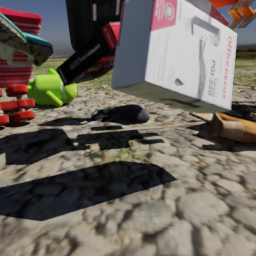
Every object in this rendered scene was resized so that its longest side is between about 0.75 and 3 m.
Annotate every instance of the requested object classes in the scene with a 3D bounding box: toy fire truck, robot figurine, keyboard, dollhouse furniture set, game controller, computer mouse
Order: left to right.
[{"bbox_3d":[-4.181,-0.595,9.250,2.039,1.143,1.713,-15,-1,-42],"label":"toy fire truck"},{"bbox_3d":[-3.194,-1.628,11.969,2.136,1.235,1.874,-2,43,-8],"label":"robot figurine"},{"bbox_3d":[-0.781,-3.036,7.068,1.533,2.940,0.619,-29,70,-19],"label":"game controller"},{"bbox_3d":[-0.209,-0.568,9.745,1.987,0.524,1.376,8,18,24],"label":"computer mouse"},{"bbox_3d":[2.397,-3.668,7.916,1.066,2.070,2.048,-45,19,4],"label":"dollhouse furniture set"},{"bbox_3d":[3.531,-0.408,8.037,2.807,0.556,1.461,21,-3,45],"label":"keyboard"}]

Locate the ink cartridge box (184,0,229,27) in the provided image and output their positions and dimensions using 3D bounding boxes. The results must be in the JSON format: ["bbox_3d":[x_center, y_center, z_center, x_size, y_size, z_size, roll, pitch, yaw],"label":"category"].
[{"bbox_3d":[1.437,-2.395,7.923,1.449,2.488,0.840,35,7,-20],"label":"ink cartridge box"}]

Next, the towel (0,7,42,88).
[{"bbox_3d":[-3.601,-2.323,8.455,0.276,2.452,1.773,39,32,28],"label":"towel"}]

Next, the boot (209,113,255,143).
[{"bbox_3d":[3.122,-0.023,7.780,1.453,0.718,1.871,8,6,2],"label":"boot"}]

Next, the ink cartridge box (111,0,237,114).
[{"bbox_3d":[0.956,-1.275,5.233,2.280,1.661,0.967,11,-6,-38],"label":"ink cartridge box"}]

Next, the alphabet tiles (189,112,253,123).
[{"bbox_3d":[3.582,-0.448,10.095,2.156,0.097,2.579,-6,19,-19],"label":"alphabet tiles"}]

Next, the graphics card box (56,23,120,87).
[{"bbox_3d":[-0.659,-1.922,7.402,2.385,0.607,1.497,-22,4,42],"label":"graphics card box"}]

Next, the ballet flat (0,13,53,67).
[{"bbox_3d":[-2.448,-1.789,6.096,0.805,0.893,2.373,33,6,11],"label":"ballet flat"}]
